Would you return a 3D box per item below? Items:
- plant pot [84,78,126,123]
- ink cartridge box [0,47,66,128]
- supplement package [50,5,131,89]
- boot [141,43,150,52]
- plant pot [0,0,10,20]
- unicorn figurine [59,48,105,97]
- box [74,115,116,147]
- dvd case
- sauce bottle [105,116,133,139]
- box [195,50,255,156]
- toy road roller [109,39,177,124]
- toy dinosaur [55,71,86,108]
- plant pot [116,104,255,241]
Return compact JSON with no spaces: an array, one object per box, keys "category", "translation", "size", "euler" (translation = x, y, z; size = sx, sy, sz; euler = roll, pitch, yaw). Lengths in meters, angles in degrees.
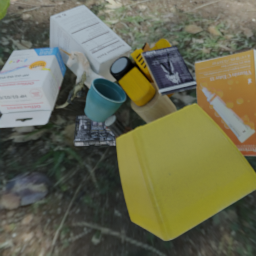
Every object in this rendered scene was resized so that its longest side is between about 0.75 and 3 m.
[{"category":"plant pot","translation":[-0.682,-0.654,7.254],"size":[0.947,0.890,0.947],"euler":[24,34,-17]},{"category":"ink cartridge box","translation":[-3.105,-1.357,8.777],"size":[1.634,0.963,2.838],"euler":[-4,45,6]},{"category":"supplement package","translation":[-1.351,-2.718,9.607],"size":[1.451,1.446,2.474],"euler":[-36,74,-32]},{"category":"boot","translation":[0.929,-2.232,9.532],"size":[0.527,1.540,1.450],"euler":[8,56,52]},{"category":"plant pot","translation":[-4.833,-3.828,8.374],"size":[2.137,2.251,2.251],"euler":[26,50,-26]},{"category":"unicorn figurine","translation":[-1.294,-1.505,8.726],"size":[1.984,1.363,0.733],"euler":[25,29,-1]},{"category":"box","translation":[-1.017,0.079,8.696],"size":[1.255,0.312,0.990],"euler":[-2,55,-1]},{"category":"dvd case","translation":[0.882,-1.262,6.091],"size":[0.855,0.092,1.150],"euler":[-15,66,-15]},{"category":"sauce bottle","translation":[0.065,0.380,7.627],"size":[0.585,1.808,0.585],"euler":[-28,36,22]},{"category":"box","translation":[2.811,-0.567,7.425],"size":[1.571,1.231,2.526],"euler":[-5,89,41]},{"category":"toy road roller","translation":[0.776,-1.344,7.817],"size":[1.820,1.532,2.493],"euler":[-39,44,10]},{"category":"toy dinosaur","translation":[-1.610,-0.995,8.360],"size":[1.490,0.354,0.656],"euler":[-48,34,8]},{"category":"plant pot","translation":[0.926,0.738,5.955],"size":[2.201,2.201,1.941],"euler":[-22,88,-18]}]
